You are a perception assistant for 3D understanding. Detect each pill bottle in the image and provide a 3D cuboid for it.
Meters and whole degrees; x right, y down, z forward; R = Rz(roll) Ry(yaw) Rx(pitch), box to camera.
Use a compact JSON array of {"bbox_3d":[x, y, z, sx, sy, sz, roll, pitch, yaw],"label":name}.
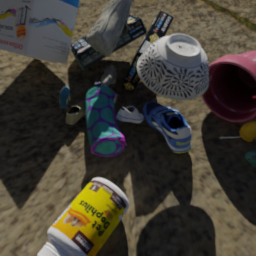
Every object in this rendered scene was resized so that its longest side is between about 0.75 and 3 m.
[{"bbox_3d":[-1.009,2.279,6.461,1.175,1.175,2.150,28,56,21],"label":"pill bottle"}]

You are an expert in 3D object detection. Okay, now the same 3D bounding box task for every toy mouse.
[{"bbox_3d":[4.260,0.531,8.116,2.353,0.455,2.091,-23,56,-1],"label":"toy mouse"}]

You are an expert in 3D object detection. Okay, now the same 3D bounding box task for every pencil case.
[{"bbox_3d":[-0.743,-0.267,8.690,1.101,1.014,2.383,-18,51,8],"label":"pencil case"}]

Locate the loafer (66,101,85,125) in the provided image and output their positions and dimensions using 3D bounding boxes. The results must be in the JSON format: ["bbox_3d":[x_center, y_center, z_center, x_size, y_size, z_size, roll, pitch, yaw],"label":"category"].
[{"bbox_3d":[-1.672,-0.575,9.279,0.452,0.408,1.195,14,42,11],"label":"loafer"}]

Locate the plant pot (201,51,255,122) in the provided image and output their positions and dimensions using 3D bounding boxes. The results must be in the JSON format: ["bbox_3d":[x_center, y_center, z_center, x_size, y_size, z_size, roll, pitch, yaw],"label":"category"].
[{"bbox_3d":[3.733,-1.522,9.062,1.895,2.118,2.118,-35,58,-30],"label":"plant pot"}]

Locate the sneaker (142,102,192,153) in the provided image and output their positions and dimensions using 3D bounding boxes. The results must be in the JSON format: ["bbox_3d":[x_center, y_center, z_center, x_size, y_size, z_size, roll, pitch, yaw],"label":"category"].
[{"bbox_3d":[1.216,-0.262,8.693,0.854,0.950,2.311,-24,46,-17],"label":"sneaker"}]

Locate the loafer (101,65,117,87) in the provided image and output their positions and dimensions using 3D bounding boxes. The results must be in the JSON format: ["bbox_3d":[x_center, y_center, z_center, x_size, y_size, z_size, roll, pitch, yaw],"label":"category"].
[{"bbox_3d":[-0.615,-1.775,9.862,0.519,0.518,1.484,-27,26,20],"label":"loafer"}]

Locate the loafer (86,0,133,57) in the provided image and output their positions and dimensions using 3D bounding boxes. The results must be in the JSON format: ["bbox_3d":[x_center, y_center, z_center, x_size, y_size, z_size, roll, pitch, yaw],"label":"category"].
[{"bbox_3d":[-0.423,-3.463,9.166,0.955,0.953,2.732,-5,51,47],"label":"loafer"}]

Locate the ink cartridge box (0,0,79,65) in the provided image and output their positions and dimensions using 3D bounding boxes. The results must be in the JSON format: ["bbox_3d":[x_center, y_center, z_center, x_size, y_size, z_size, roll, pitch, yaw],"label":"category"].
[{"bbox_3d":[-3.274,-3.860,10.065,1.973,2.680,1.939,21,14,32],"label":"ink cartridge box"}]

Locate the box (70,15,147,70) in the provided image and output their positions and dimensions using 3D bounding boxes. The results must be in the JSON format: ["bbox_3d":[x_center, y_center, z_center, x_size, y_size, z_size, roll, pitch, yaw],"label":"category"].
[{"bbox_3d":[-0.864,-3.341,10.563,2.675,0.615,2.126,-31,31,-3],"label":"box"}]

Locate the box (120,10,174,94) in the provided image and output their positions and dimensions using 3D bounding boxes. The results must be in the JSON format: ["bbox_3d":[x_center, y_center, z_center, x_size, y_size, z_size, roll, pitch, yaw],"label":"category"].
[{"bbox_3d":[0.573,-2.435,9.409,0.540,2.347,1.865,29,67,-3],"label":"box"}]

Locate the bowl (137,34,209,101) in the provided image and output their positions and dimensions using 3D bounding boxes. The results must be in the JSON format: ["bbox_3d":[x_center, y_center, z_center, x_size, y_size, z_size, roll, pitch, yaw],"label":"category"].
[{"bbox_3d":[1.292,-1.764,7.228,2.028,0.952,2.028,5,55,-7],"label":"bowl"}]

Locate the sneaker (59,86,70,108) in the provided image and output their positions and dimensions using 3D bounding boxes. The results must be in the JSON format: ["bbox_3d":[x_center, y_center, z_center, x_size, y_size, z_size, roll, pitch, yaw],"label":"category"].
[{"bbox_3d":[-2.137,-1.062,9.306,0.323,0.843,0.341,5,44,-21],"label":"sneaker"}]

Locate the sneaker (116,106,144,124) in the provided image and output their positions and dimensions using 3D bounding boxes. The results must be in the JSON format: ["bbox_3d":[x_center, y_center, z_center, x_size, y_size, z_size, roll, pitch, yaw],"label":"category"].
[{"bbox_3d":[0.151,-0.433,8.773,0.465,0.451,1.273,36,20,27],"label":"sneaker"}]
